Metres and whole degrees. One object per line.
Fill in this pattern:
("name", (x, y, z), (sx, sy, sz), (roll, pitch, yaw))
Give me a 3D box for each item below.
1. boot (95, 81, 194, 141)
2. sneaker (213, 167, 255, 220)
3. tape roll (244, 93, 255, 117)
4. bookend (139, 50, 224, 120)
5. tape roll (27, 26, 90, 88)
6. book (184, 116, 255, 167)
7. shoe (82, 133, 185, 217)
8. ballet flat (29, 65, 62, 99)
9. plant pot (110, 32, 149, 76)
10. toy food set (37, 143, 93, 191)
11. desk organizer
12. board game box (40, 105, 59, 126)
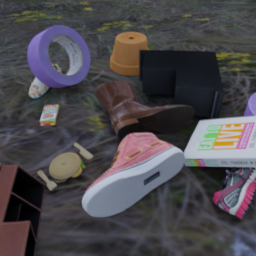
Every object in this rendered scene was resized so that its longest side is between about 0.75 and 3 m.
("boot", (0.437, -0.926, 9.763), (2.774, 0.956, 2.976), (-12, 36, -13))
("sneaker", (2.869, 1.231, 7.069), (0.807, 0.871, 2.162), (20, 43, 26))
("tape roll", (4.849, -0.126, 8.609), (2.466, 1.048, 2.466), (0, 40, 0))
("bookend", (1.714, -1.549, 10.126), (2.930, 1.358, 2.948), (3, 41, 7))
("tape roll", (-2.605, -2.672, 10.705), (0.935, 2.200, 2.200), (0, 29, 46))
("book", (2.853, 0.401, 7.486), (2.467, 0.593, 1.648), (-7, 33, 42))
("shoe", (-0.048, 1.075, 7.210), (2.972, 1.062, 1.352), (-24, 38, -28))
("ballet flat", (-3.350, -1.945, 11.183), (0.769, 0.650, 2.033), (11, 41, 13))
("plant pot", (0.128, -3.343, 12.369), (1.915, 1.340, 1.915), (0, 40, 0))
("toy food set", (-1.709, 1.093, 7.727), (1.417, 0.284, 0.978), (-38, 48, -21))
("desk organizer", (-2.510, 1.968, 6.142), (0.965, 0.899, 2.507), (-2, 39, -7))
("board game box", (-2.734, -0.447, 9.733), (0.505, 0.158, 1.057), (-4, 42, -1))
